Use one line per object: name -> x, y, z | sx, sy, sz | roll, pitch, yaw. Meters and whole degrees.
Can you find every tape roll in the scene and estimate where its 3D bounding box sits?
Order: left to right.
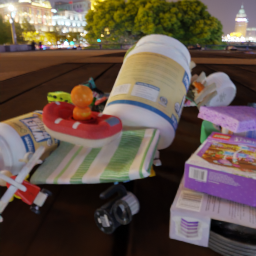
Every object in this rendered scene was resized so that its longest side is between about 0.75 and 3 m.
tape roll -> 3.537, 0.241, 8.646 | 2.496, 0.600, 2.496 | -1, 21, 0

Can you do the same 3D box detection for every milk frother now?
milk frother -> -0.073, 1.456, 5.020 | 0.804, 0.726, 0.757 | 12, 23, 37

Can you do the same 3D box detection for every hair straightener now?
hair straightener -> -0.941, -0.651, 10.847 | 0.527, 0.992, 2.577 | -35, 10, -10

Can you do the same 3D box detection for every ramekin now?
ramekin -> 3.777, -1.438, 12.006 | 1.736, 1.736, 0.808 | -10, 46, -26

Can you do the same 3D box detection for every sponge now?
sponge -> 2.703, -0.248, 6.608 | 1.936, 0.289, 1.080 | -3, 21, -35

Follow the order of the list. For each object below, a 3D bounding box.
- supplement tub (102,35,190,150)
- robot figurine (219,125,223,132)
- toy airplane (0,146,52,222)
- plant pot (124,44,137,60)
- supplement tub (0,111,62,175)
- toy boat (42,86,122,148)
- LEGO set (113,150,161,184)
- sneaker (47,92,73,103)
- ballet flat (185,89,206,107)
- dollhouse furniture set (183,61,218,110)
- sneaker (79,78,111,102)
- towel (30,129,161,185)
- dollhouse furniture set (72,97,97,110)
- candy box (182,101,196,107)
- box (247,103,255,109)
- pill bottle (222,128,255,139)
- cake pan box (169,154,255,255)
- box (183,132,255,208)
supplement tub -> 0.635, -1.042, 8.290 | 2.101, 2.101, 2.905 | 9, 65, 24
robot figurine -> 3.137, 0.061, 7.768 | 1.189, 0.346, 0.862 | 14, -21, -5
toy airplane -> -2.083, 1.055, 5.155 | 0.934, 1.318, 1.324 | 24, 23, 18
plant pot -> 1.182, -3.469, 16.142 | 2.642, 2.642, 2.429 | -2, 24, -7
supplement tub -> -2.722, 0.399, 7.130 | 1.329, 1.329, 1.837 | 11, 22, 28
toy boat -> -1.120, -0.372, 6.706 | 1.983, 1.296, 1.294 | 12, 21, 25
LEGO set -> 0.121, 0.817, 6.848 | 1.789, 0.734, 0.682 | -8, 21, -22
sneaker -> -3.043, -1.442, 13.377 | 1.899, 0.703, 0.793 | 14, 28, 35
ballet flat -> 2.818, -1.152, 11.444 | 0.503, 0.506, 1.479 | 21, 23, -49
dollhouse furniture set -> 2.147, -1.797, 11.444 | 2.736, 1.410, 2.707 | 50, 7, 23
sneaker -> -1.691, -1.954, 14.180 | 1.878, 1.134, 0.785 | -4, 20, -11
towel -> -0.650, 0.612, 6.459 | 2.601, 0.304, 1.984 | -4, 25, 17
dollhouse furniture set -> -1.961, -0.915, 11.933 | 0.801, 0.614, 1.223 | 29, 45, -11
candy box -> 2.673, -1.317, 13.494 | 1.071, 0.383, 0.899 | -5, 20, -13
box -> 5.488, -0.546, 11.299 | 1.341, 0.370, 1.964 | 9, 21, 23
pill bottle -> 3.321, 0.568, 6.760 | 2.123, 1.189, 1.189 | 10, 21, 17
cake pan box -> 2.206, 1.389, 5.331 | 2.398, 0.681, 2.604 | 5, 20, 19
box -> 2.679, 0.825, 5.113 | 2.821, 0.551, 1.930 | 11, 22, 28
